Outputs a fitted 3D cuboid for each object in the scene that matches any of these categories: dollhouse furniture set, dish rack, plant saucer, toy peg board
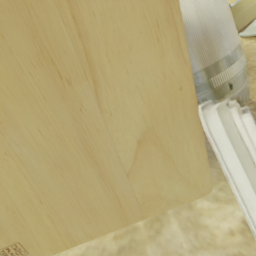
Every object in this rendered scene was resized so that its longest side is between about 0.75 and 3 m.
[{"bbox_3d":[2.086,-2.892,6.668,1.211,1.204,1.718,-39,85,-13],"label":"dollhouse furniture set"},{"bbox_3d":[1.381,0.514,2.958,0.414,1.902,1.632,-26,-2,24],"label":"dish rack"},{"bbox_3d":[5.505,-5.223,12.598,2.712,0.681,2.712,-11,51,14],"label":"plant saucer"},{"bbox_3d":[-0.762,-0.132,3.213,2.763,2.775,1.357,-21,32,-2],"label":"toy peg board"}]

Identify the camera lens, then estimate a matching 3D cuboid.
[{"bbox_3d":[0.820,-1.383,4.793,1.967,2.459,1.967,-24,20,9],"label":"camera lens"}]
